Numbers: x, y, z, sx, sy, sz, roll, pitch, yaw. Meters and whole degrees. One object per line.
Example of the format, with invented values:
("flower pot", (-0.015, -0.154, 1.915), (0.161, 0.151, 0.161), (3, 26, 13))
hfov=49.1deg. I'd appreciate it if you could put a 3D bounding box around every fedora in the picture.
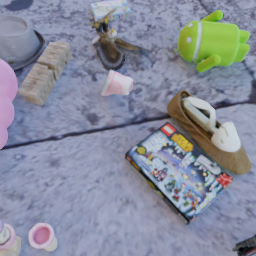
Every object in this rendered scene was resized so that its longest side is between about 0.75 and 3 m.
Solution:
("fedora", (-4.126, -2.982, 9.343), (2.475, 1.117, 2.189), (-2, 56, -2))

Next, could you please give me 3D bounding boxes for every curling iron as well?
("curling iron", (3.419, 2.248, 6.146), (2.607, 0.646, 0.333), (-15, 63, -19))

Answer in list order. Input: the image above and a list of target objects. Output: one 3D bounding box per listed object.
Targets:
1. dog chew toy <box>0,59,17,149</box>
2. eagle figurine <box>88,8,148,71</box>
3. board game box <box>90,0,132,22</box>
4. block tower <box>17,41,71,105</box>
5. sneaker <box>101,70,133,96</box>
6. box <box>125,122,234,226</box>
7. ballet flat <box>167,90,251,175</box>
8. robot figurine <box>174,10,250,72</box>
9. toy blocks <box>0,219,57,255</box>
("dog chew toy", (-3.795, -0.569, 7.425), (1.647, 1.647, 2.645), (-7, 75, -5))
("eagle figurine", (-0.465, -2.865, 9.405), (1.443, 1.435, 1.902), (-37, 93, 22))
("board game box", (-0.673, -4.614, 10.975), (1.426, 0.244, 0.958), (-13, 57, -8))
("block tower", (-2.557, -1.740, 8.802), (0.629, 0.674, 2.331), (14, 55, 9))
("sneaker", (-0.316, -1.169, 8.089), (0.790, 1.512, 0.569), (17, 80, -11))
("box", (1.223, 1.036, 7.027), (1.545, 0.450, 2.257), (-36, 63, -21))
("ballet flat", (2.162, -0.025, 7.383), (0.962, 1.026, 2.837), (-25, 59, -26))
("robot figurine", (2.657, -2.715, 9.042), (2.271, 1.314, 1.993), (8, 73, 4))
("toy blocks", (-2.643, 2.718, 5.005), (2.275, 1.915, 2.126), (1, 56, 1))
